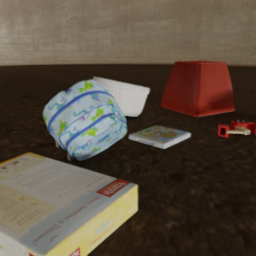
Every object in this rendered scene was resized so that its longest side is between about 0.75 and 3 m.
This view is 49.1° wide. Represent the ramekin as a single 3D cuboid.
[{"bbox_3d":[-0.393,-1.274,11.603,2.355,1.236,2.355,12,8,-2],"label":"ramekin"}]

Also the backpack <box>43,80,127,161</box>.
[{"bbox_3d":[-0.959,-0.135,6.611,1.954,2.395,1.842,-28,60,-6],"label":"backpack"}]

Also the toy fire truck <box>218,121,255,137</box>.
[{"bbox_3d":[3.800,0.050,9.385,1.442,0.351,1.017,6,18,20],"label":"toy fire truck"}]

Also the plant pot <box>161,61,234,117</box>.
[{"bbox_3d":[3.240,-1.956,12.969,2.492,2.199,2.495,-9,18,-30],"label":"plant pot"}]

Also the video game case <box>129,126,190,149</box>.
[{"bbox_3d":[1.023,0.255,9.015,1.375,0.167,1.511,14,21,39],"label":"video game case"}]

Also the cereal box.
[{"bbox_3d":[-1.591,1.254,4.848,2.938,0.581,2.114,11,19,32],"label":"cereal box"}]
